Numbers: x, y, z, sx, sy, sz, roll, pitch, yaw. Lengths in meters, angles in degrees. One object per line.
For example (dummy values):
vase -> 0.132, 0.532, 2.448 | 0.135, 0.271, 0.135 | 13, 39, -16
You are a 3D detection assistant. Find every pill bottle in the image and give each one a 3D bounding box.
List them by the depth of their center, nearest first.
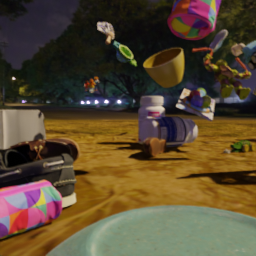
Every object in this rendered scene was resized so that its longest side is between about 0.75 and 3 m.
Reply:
pill bottle -> 1.543, 0.155, 10.596 | 2.017, 1.167, 1.167 | -1, 4, -28
pill bottle -> 0.976, -0.313, 11.722 | 1.108, 1.955, 1.108 | 0, 3, 0

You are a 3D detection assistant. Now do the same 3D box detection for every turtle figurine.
turtle figurine -> 3.255, -1.799, 9.588 | 2.402, 1.937, 0.774 | 16, -46, -20

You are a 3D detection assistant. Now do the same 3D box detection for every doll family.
doll family -> -1.280, -1.619, 10.402 | 0.374, 0.515, 0.830 | 20, 31, 25

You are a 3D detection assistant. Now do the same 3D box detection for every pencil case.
pencil case -> -1.347, 0.908, 3.002 | 0.562, 0.562, 1.273 | 3, 4, 40
pencil case -> 1.117, -2.124, 4.080 | 0.727, 1.646, 0.727 | 19, -8, 3

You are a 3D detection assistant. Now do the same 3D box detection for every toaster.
toaster -> -4.311, 0.105, 9.317 | 2.149, 1.411, 2.377 | 1, 4, 26

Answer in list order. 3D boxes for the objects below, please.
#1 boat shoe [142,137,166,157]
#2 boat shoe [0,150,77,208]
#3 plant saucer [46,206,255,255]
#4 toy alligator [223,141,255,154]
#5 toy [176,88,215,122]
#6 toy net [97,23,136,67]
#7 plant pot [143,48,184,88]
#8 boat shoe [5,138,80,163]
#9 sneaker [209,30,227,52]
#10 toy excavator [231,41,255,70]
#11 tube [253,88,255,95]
boat shoe -> 0.725, 0.575, 8.727 | 0.567, 0.567, 1.612 | 6, -2, 22
boat shoe -> -1.860, 0.716, 4.363 | 2.338, 0.790, 0.840 | 0, 4, 21
plant saucer -> 0.439, 0.994, 1.873 | 2.633, 0.507, 2.633 | 1, 3, 0
toy alligator -> 3.742, 0.618, 9.403 | 1.540, 0.370, 0.510 | -2, 3, -36
toy -> 2.617, -1.070, 10.357 | 1.313, 0.538, 2.281 | 23, 26, 8
toy net -> -0.356, -2.928, 9.444 | 1.022, 1.948, 0.376 | -9, -27, -50
plant pot -> 0.812, -1.196, 5.814 | 0.837, 0.594, 0.837 | -21, 28, 12
boat shoe -> -2.108, 0.631, 6.745 | 2.000, 0.704, 0.703 | -7, -2, 30
sneaker -> 3.761, -3.591, 11.649 | 0.367, 0.993, 0.407 | 45, 9, 30
toy excavator -> 4.059, -2.568, 9.393 | 0.652, 1.306, 1.270 | -30, -21, -2
tube -> 6.090, -1.349, 12.270 | 1.272, 0.369, 0.330 | 26, 35, -5
